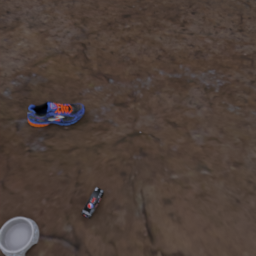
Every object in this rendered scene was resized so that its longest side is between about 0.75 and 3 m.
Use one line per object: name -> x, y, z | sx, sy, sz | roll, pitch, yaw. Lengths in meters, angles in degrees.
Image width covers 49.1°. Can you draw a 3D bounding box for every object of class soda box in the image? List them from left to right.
soda box -> -1.188, 2.527, 9.443 | 0.315, 0.352, 0.994 | 25, 58, 9

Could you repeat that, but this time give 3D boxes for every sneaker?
sneaker -> -2.931, -0.620, 11.342 | 2.378, 0.933, 0.896 | -11, 56, -7

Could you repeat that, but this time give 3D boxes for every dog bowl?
dog bowl -> -3.476, 3.402, 8.821 | 1.240, 0.364, 1.240 | 0, 54, 1
